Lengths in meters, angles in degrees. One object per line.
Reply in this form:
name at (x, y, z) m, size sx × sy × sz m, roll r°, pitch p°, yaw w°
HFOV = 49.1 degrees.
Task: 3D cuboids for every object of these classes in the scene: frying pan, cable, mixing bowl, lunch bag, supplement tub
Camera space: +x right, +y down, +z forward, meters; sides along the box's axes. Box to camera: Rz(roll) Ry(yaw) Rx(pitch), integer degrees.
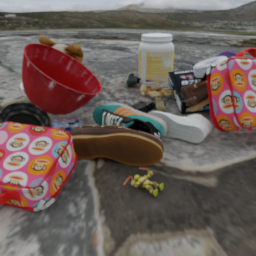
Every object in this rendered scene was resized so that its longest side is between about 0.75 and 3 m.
frying pan at (-3.194, 0.186, 8.647) m, size 1.570 × 0.423 × 2.596 m, roll 8°, pitch 46°, yaw -26°
cable at (3.319, -2.426, 11.165) m, size 1.424 × 0.493 × 1.424 m, roll -20°, pitch 18°, yaw -5°
mixing bowl at (-2.489, -1.447, 9.642) m, size 2.820 × 1.527 × 2.820 m, roll 29°, pitch 24°, yaw -14°
lunch bag at (3.868, -1.214, 8.782) m, size 2.942 × 2.591 × 1.205 m, roll -3°, pitch -7°, yaw -27°
supplement tub at (1.428, -3.483, 14.369) m, size 1.789 × 2.461 × 1.789 m, roll 0°, pitch 24°, yaw 0°
lunch bag at (-2.553, 0.876, 6.266) m, size 2.405 × 0.985 × 2.118 m, roll 8°, pitch 41°, yaw 16°

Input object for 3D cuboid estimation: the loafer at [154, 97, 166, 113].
loafer at (1.258, -0.829, 10.964) m, size 0.427 × 0.481 × 1.265 m, roll 3°, pitch 30°, yaw 2°

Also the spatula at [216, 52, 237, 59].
spatula at (3.861, -2.679, 12.674) m, size 0.698 × 2.470 × 0.254 m, roll 11°, pitch 59°, yaw -19°

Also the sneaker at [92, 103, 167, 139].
sneaker at (-0.133, -0.144, 8.755) m, size 2.592 × 0.925 × 1.036 m, roll 14°, pitch 21°, yaw 24°

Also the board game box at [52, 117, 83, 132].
board game box at (-2.071, -0.083, 9.392) m, size 1.154 × 0.356 × 1.153 m, roll -11°, pitch 27°, yaw -22°

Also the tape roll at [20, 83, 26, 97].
tape roll at (-4.364, -1.856, 12.937) m, size 1.138 × 0.398 × 1.138 m, roll 1°, pitch 39°, yaw 0°

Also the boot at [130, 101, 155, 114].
boot at (0.372, -0.705, 10.812) m, size 1.186 × 0.410 × 1.032 m, roll -29°, pitch 22°, yaw -26°

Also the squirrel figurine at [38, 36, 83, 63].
squirrel figurine at (-3.047, -2.179, 12.066) m, size 1.880 × 2.479 × 2.656 m, roll 17°, pitch -8°, yaw 7°

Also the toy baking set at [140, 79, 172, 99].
toy baking set at (1.373, -1.788, 12.964) m, size 1.649 × 0.250 × 2.149 m, roll 2°, pitch 30°, yaw 0°

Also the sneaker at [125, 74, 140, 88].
sneaker at (0.314, -2.480, 14.419) m, size 0.693 × 0.488 × 1.305 m, roll -10°, pitch 30°, yaw 20°

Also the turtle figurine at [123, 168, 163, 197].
turtle figurine at (0.373, 1.288, 6.422) m, size 0.749 × 0.299 × 0.928 m, roll 26°, pitch 28°, yaw 31°

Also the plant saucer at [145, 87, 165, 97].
plant saucer at (1.313, -1.721, 13.212) m, size 1.166 × 0.218 × 1.166 m, roll 0°, pitch 25°, yaw 0°

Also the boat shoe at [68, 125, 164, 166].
boat shoe at (-0.387, 0.333, 7.615) m, size 2.808 × 0.988 × 0.987 m, roll 6°, pitch 33°, yaw 15°

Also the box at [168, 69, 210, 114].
box at (3.328, -1.639, 11.495) m, size 2.958 × 0.680 × 2.351 m, roll -6°, pitch 40°, yaw -2°

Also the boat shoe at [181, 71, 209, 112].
boat shoe at (3.063, -1.612, 9.958) m, size 2.838 × 0.998 × 0.999 m, roll -30°, pitch 3°, yaw -28°

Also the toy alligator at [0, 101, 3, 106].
toy alligator at (-5.317, -0.831, 11.186) m, size 0.342 × 0.248 × 1.032 m, roll -24°, pitch 11°, yaw 31°

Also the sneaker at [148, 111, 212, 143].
sneaker at (1.695, -0.123, 9.171) m, size 2.036 × 0.750 × 1.176 m, roll 22°, pitch 27°, yaw 29°
